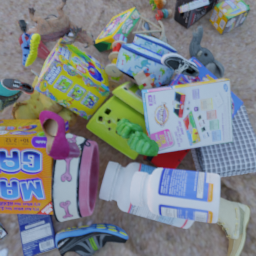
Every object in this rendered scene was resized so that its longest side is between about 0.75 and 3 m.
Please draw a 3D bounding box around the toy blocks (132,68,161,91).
[{"bbox_3d":[0.593,-1.432,8.439,0.593,0.434,0.868,-27,105,21],"label":"toy blocks"}]

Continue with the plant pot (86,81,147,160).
[{"bbox_3d":[0.059,-0.422,9.550,1.975,1.984,1.801,34,112,1],"label":"plant pot"}]

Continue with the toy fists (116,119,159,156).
[{"bbox_3d":[0.219,0.244,7.876,0.769,0.519,1.510,7,30,-41],"label":"toy fists"}]

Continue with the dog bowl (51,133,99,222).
[{"bbox_3d":[-1.533,1.536,8.735,1.003,2.721,2.721,2,67,0],"label":"dog bowl"}]

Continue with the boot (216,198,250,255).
[{"bbox_3d":[3.102,3.208,9.213,1.451,0.680,1.867,21,68,8],"label":"boot"}]

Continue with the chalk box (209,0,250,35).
[{"bbox_3d":[4.666,-5.123,12.546,1.599,0.995,0.990,-28,70,-12],"label":"chalk box"}]

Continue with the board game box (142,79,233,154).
[{"bbox_3d":[1.760,-0.340,8.296,2.500,0.504,1.913,-8,105,-2],"label":"board game box"}]

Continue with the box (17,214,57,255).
[{"bbox_3d":[-3.082,3.273,9.395,1.082,0.289,1.785,-16,70,-7],"label":"box"}]

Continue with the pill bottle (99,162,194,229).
[{"bbox_3d":[0.674,2.075,9.081,3.000,1.631,1.631,15,68,3],"label":"pill bottle"}]

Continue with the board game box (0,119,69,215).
[{"bbox_3d":[-3.210,1.071,8.752,2.304,2.306,2.304,1,103,0],"label":"board game box"}]

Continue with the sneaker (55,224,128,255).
[{"bbox_3d":[-1.152,3.670,9.057,2.316,0.821,0.960,-6,85,-3],"label":"sneaker"}]

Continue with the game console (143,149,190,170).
[{"bbox_3d":[1.362,0.712,9.405,0.911,1.322,1.535,40,80,0],"label":"game console"}]

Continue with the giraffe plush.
[{"bbox_3d":[-3.275,-0.658,10.304,1.928,2.052,2.378,-41,112,10],"label":"giraffe plush"}]

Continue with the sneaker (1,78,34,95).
[{"bbox_3d":[-3.499,-1.386,8.953,1.025,0.420,0.395,14,75,-22],"label":"sneaker"}]

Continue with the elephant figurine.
[{"bbox_3d":[2.682,-2.136,10.345,1.646,1.805,2.327,36,100,19],"label":"elephant figurine"}]

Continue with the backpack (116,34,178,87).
[{"bbox_3d":[0.627,-2.296,9.477,1.861,2.034,1.494,27,111,14],"label":"backpack"}]

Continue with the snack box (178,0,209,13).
[{"bbox_3d":[2.296,-4.296,9.841,0.869,0.618,0.230,-25,108,-20],"label":"snack box"}]

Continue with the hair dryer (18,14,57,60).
[{"bbox_3d":[-3.782,-3.998,12.233,1.969,0.702,2.586,-13,69,-6],"label":"hair dryer"}]

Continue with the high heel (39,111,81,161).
[{"bbox_3d":[-1.938,0.086,6.891,1.861,0.895,0.627,40,106,33],"label":"high heel"}]

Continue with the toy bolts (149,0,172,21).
[{"bbox_3d":[1.595,-5.586,12.828,0.747,1.029,1.077,-20,87,-15],"label":"toy bolts"}]

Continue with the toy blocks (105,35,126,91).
[{"bbox_3d":[-0.394,-2.551,10.846,0.655,1.504,1.804,11,59,1],"label":"toy blocks"}]

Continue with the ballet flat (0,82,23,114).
[{"bbox_3d":[-4.517,-0.817,9.354,1.066,1.066,2.872,18,25,7],"label":"ballet flat"}]

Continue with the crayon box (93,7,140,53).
[{"bbox_3d":[-0.480,-4.123,11.877,1.568,0.530,1.817,6,58,52],"label":"crayon box"}]

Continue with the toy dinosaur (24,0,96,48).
[{"bbox_3d":[-2.385,-3.180,9.162,2.346,1.007,1.590,-15,76,1],"label":"toy dinosaur"}]

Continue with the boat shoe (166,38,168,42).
[{"bbox_3d":[1.407,-3.707,12.315,0.867,0.323,0.318,-41,73,-14],"label":"boat shoe"}]

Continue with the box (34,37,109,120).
[{"bbox_3d":[-1.875,-1.750,9.798,2.067,1.309,2.146,31,27,-26],"label":"box"}]

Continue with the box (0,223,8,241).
[{"bbox_3d":[-4.683,3.401,9.388,0.768,0.212,1.124,-41,73,-15],"label":"box"}]

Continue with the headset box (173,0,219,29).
[{"bbox_3d":[3.055,-5.724,12.345,2.430,1.806,0.911,-40,71,-16],"label":"headset box"}]

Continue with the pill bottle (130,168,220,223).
[{"bbox_3d":[1.164,1.624,6.982,2.091,1.172,1.172,4,67,16],"label":"pill bottle"}]

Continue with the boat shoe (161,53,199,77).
[{"bbox_3d":[1.523,-1.742,8.046,1.253,0.463,0.428,18,36,-30],"label":"boat shoe"}]

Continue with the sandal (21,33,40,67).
[{"bbox_3d":[-3.165,-2.509,8.884,0.511,1.173,0.466,28,28,3],"label":"sandal"}]

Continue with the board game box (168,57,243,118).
[{"bbox_3d":[2.464,-0.950,9.263,2.317,0.519,1.558,40,79,-10],"label":"board game box"}]

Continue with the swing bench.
[{"bbox_3d":[0.906,-3.440,10.352,1.144,1.138,0.742,19,86,15],"label":"swing bench"}]

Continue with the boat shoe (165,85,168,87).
[{"bbox_3d":[1.950,-1.354,11.289,1.133,0.376,0.419,30,72,13],"label":"boat shoe"}]

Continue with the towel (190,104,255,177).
[{"bbox_3d":[3.362,0.387,10.084,2.204,1.139,2.662,-9,68,-1],"label":"towel"}]
